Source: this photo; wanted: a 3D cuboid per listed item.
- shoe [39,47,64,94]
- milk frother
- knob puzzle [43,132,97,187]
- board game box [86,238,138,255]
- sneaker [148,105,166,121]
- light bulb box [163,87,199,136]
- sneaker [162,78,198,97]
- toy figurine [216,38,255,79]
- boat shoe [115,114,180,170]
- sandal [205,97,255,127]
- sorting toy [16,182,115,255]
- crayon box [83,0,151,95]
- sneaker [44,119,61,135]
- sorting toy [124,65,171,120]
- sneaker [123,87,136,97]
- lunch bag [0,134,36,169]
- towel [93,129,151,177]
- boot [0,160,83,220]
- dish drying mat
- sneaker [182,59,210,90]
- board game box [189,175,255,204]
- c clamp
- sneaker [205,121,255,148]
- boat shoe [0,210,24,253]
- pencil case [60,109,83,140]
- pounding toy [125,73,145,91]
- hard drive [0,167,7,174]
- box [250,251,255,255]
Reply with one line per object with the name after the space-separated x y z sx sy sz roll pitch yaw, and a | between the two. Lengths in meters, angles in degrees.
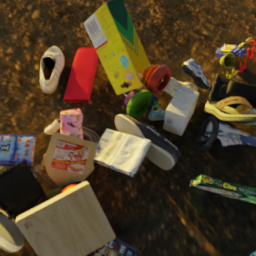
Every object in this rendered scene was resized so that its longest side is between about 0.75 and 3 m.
-3.211 -2.607 11.788 0.885 0.676 2.531 -2 57 -1 | shoe
3.925 -0.283 9.863 2.532 2.429 2.692 17 102 11 | milk frother
-1.932 1.131 9.128 1.850 0.257 1.850 0 90 -16 | knob puzzle
-0.648 3.653 8.044 1.588 0.275 1.076 23 60 14 | board game box
1.223 -0.607 10.472 0.935 0.611 0.372 -13 48 -29 | sneaker
1.903 -0.598 10.182 0.772 1.226 1.237 23 59 15 | light bulb box
1.894 -1.480 11.092 1.678 0.628 0.836 12 62 8 | sneaker
4.328 -3.061 12.175 2.231 1.177 1.336 -37 36 -24 | toy figurine
0.668 0.373 9.850 2.649 0.962 0.831 40 47 17 | boat shoe
3.084 -0.586 8.297 1.041 0.748 2.622 9 14 -16 | sandal
-1.639 2.590 7.601 1.966 1.978 0.688 -26 23 -11 | sorting toy
-0.319 -2.577 9.357 0.696 1.741 2.742 -31 103 -29 | crayon box
-2.695 -0.104 10.331 0.916 0.455 0.357 -32 63 -19 | sneaker
0.579 -1.447 10.616 0.991 1.451 2.415 38 80 26 | sorting toy
0.129 -1.396 11.089 0.368 0.563 1.007 -29 62 -18 | sneaker
-3.843 0.755 9.333 1.347 0.633 1.014 6 61 -17 | lunch bag
-0.297 0.755 9.332 1.890 0.225 1.388 15 61 32 | towel
-2.672 1.847 8.350 2.452 0.907 2.009 -38 88 -27 | boot
-1.892 -2.253 11.725 1.086 0.257 2.827 2 61 9 | dish drying mat
2.797 -2.128 11.104 1.424 0.539 0.549 47 74 -9 | sneaker
3.259 1.930 8.400 2.585 1.354 0.303 14 71 3 | board game box
-2.293 0.892 9.521 2.338 0.371 2.737 32 63 5 | c clamp
3.678 0.366 9.922 1.908 0.718 0.841 23 98 20 | sneaker
-4.341 2.836 8.227 2.852 0.997 0.945 34 92 8 | boat shoe
-1.868 0.217 9.412 0.696 1.682 0.728 11 20 39 | pencil case
0.116 -2.045 10.957 1.525 1.340 0.698 33 99 19 | pounding toy
-4.009 1.748 8.955 0.884 0.277 1.311 4 32 6 | hard drive
3.744 3.764 7.986 1.062 0.261 0.437 -27 61 -16 | box
